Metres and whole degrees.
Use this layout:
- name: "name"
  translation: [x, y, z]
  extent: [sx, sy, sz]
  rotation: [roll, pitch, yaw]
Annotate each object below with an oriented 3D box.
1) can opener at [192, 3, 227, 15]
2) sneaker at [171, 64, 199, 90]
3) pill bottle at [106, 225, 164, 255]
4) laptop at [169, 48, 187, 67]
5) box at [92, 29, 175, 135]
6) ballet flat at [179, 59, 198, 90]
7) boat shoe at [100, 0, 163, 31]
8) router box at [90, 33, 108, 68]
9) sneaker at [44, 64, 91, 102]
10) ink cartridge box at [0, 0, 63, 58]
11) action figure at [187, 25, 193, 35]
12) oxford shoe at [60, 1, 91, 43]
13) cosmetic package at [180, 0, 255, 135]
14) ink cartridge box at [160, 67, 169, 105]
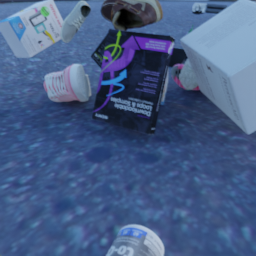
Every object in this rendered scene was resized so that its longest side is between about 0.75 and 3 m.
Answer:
- name: "can opener"
  translation: [2.554, -3.743, 8.821]
  extent: [1.096, 0.289, 0.364]
  rotation: [15, 4, 27]
- name: "sneaker"
  translation: [2.625, -1.791, 10.132]
  extent: [2.161, 0.854, 1.031]
  rotation: [22, 31, 13]
- name: "pill bottle"
  translation: [-0.053, 1.927, 3.558]
  extent: [0.711, 0.711, 1.250]
  rotation: [12, 31, 20]
- name: "laptop"
  translation: [2.133, -3.365, 13.688]
  extent: [1.789, 1.043, 2.019]
  rotation: [18, 8, 28]
- name: "box"
  translation: [0.078, -1.180, 7.121]
  extent: [1.725, 2.413, 0.436]
  rotation: [15, 10, 24]
- name: "ballet flat"
  translation: [2.469, -2.397, 8.624]
  extent: [2.724, 0.977, 0.977]
  rotation: [-47, 43, -7]
- name: "boat shoe"
  translation: [-0.144, -3.149, 7.811]
  extent: [0.858, 0.860, 2.385]
  rotation: [-43, 45, -19]
- name: "router box"
  translation: [-0.398, -2.127, 8.522]
  extent: [1.357, 1.017, 0.421]
  rotation: [51, 22, 24]
- name: "sneaker"
  translation: [-1.897, -1.228, 8.328]
  extent: [1.401, 1.008, 2.679]
  rotation: [-6, 5, -3]
- name: "ink cartridge box"
  translation: [-3.008, -3.147, 8.919]
  extent: [1.171, 1.176, 1.603]
  rotation: [16, 50, 46]
- name: "action figure"
  translation: [1.940, -2.662, 8.491]
  extent: [0.327, 0.707, 1.198]
  rotation: [2, 31, 20]
- name: "oxford shoe"
  translation: [-1.452, -2.943, 7.774]
  extent: [0.370, 1.283, 0.482]
  rotation: [29, -3, 34]
- name: "cosmetic package"
  translation: [2.872, -1.574, 6.895]
  extent: [1.954, 1.966, 2.349]
  rotation: [-33, 39, 4]
- name: "ink cartridge box"
  translation: [0.748, -1.409, 8.605]
  extent: [0.861, 1.375, 0.884]
  rotation: [10, 74, 9]
